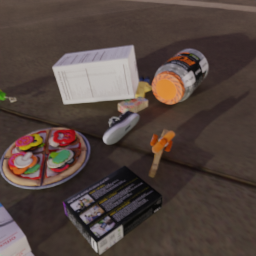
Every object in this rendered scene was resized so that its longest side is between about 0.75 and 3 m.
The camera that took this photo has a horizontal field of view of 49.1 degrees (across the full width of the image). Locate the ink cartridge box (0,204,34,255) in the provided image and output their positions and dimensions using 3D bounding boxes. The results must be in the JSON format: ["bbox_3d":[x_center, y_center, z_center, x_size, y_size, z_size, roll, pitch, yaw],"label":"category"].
[{"bbox_3d":[-2.928,2.531,6.158,1.852,0.628,1.074,30,45,35],"label":"ink cartridge box"}]

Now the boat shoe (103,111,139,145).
[{"bbox_3d":[-0.356,-0.096,9.661,0.628,0.679,1.838,31,49,21],"label":"boat shoe"}]

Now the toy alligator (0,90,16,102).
[{"bbox_3d":[-5.505,-1.440,11.603,1.965,0.533,0.583,9,43,21],"label":"toy alligator"}]

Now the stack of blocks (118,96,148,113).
[{"bbox_3d":[0.193,-0.902,11.191,1.080,0.316,0.622,-29,45,-34],"label":"stack of blocks"}]

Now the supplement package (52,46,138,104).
[{"bbox_3d":[-1.216,-2.148,11.351,2.976,1.693,1.630,-3,32,11],"label":"supplement package"}]

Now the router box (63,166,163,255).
[{"bbox_3d":[-0.364,1.938,7.060,2.035,0.520,1.518,-26,42,-31],"label":"router box"}]

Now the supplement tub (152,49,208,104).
[{"bbox_3d":[2.180,-2.150,11.784,1.664,1.664,2.716,19,39,24],"label":"supplement tub"}]

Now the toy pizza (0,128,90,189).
[{"bbox_3d":[-2.569,0.748,8.688,2.746,0.435,2.746,-2,37,1],"label":"toy pizza"}]

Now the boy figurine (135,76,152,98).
[{"bbox_3d":[0.637,-1.746,12.201,0.945,0.490,1.520,5,38,9],"label":"boy figurine"}]

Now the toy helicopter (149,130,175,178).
[{"bbox_3d":[0.948,0.726,8.372,0.631,1.058,1.600,21,58,1],"label":"toy helicopter"}]
